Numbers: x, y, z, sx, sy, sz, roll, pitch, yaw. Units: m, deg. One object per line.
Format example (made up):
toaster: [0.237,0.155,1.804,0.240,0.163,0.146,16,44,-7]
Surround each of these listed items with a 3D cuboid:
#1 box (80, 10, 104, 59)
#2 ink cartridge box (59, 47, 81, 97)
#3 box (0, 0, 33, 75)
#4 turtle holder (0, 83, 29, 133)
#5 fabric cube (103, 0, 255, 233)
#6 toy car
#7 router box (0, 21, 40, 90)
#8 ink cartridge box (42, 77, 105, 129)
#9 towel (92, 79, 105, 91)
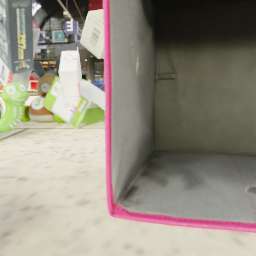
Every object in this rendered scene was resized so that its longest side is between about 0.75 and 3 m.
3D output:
box: [-0.323,-3.629,10.389,1.058,1.292,2.721,43,46,16]
ink cartridge box: [-1.381,-1.380,6.772,0.412,0.711,1.221,-3,41,-4]
box: [-3.373,-3.010,7.445,0.667,2.062,2.615,-21,55,-35]
turtle holder: [-3.707,-0.505,6.266,2.450,1.740,1.862,4,9,29]
fabric cube: [1.481,-0.653,3.524,2.895,2.840,2.886,2,7,14]
toy car: [-3.034,-1.423,10.683,1.908,2.323,1.832,2,8,14]
router box: [-3.895,-2.729,9.307,0.597,2.443,2.193,-11,49,-43]
ink cartridge box: [-1.059,-0.514,9.418,2.840,1.076,2.099,34,16,10]
towel: [-0.626,-1.714,11.496,1.865,0.222,1.350,-5,-8,-21]
